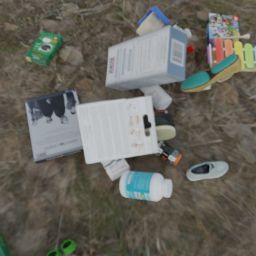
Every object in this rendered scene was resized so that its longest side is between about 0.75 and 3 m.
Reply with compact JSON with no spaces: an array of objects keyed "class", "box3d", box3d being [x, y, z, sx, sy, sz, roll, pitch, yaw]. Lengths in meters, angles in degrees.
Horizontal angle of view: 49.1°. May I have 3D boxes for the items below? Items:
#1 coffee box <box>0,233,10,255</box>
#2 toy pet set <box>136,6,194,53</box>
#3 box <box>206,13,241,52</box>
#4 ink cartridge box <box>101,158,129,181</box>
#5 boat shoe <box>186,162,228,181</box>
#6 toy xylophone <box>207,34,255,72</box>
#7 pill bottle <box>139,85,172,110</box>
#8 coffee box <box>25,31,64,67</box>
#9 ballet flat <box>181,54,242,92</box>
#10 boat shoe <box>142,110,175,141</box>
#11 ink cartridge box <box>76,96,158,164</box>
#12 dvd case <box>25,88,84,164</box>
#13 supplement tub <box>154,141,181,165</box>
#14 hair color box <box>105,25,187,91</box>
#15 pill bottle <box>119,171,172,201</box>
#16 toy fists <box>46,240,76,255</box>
[{"class":"coffee box","box3d":[-3.721,4.404,7.335,1.747,0.625,2.841,-29,65,-15]},{"class":"toy pet set","box3d":[1.214,-3.230,10.080,1.925,2.062,1.095,40,56,-16]},{"class":"box","box3d":[4.130,-4.085,12.135,1.370,0.378,2.007,7,61,4]},{"class":"ink cartridge box","box3d":[-0.484,1.133,9.261,0.698,0.401,0.961,-29,65,-15]},{"class":"boat shoe","box3d":[2.613,1.362,9.074,1.431,0.509,0.499,-13,62,-7]},{"class":"toy xylophone","box3d":[4.288,-3.008,11.216,2.477,0.622,1.813,-7,77,-2]},{"class":"pill bottle","box3d":[0.988,-1.226,10.344,0.674,0.674,1.178,-35,71,-18]},{"class":"coffee box","box3d":[-3.490,-3.319,11.730,0.983,0.352,1.599,16,62,9]},{"class":"ballet flat","box3d":[2.870,-1.687,9.571,2.158,0.680,0.741,-28,41,21]},{"class":"boat shoe","box3d":[0.125,0.007,9.431,2.851,1.043,0.893,-8,60,6]},{"class":"ink cartridge box","box3d":[-0.326,0.033,8.663,2.271,0.569,1.827,-9,99,-6]},{"class":"dvd case","box3d":[-2.554,-0.148,10.012,1.940,0.319,2.581,-15,63,-8]},{"class":"supplement tub","box3d":[1.317,0.852,9.349,0.843,0.517,0.517,33,66,17]},{"class":"hair color box","box3d":[0.502,-2.204,9.460,0.908,2.996,1.483,8,84,-41]},{"class":"pill bottle","box3d":[0.539,1.739,8.361,1.460,0.809,0.809,0,58,28]},{"class":"toy fists","box3d":[-1.889,3.502,7.951,0.872,0.445,0.300,-31,49,-16]}]
